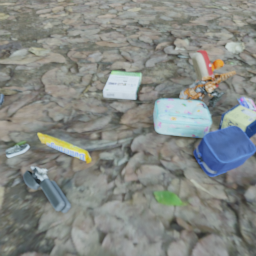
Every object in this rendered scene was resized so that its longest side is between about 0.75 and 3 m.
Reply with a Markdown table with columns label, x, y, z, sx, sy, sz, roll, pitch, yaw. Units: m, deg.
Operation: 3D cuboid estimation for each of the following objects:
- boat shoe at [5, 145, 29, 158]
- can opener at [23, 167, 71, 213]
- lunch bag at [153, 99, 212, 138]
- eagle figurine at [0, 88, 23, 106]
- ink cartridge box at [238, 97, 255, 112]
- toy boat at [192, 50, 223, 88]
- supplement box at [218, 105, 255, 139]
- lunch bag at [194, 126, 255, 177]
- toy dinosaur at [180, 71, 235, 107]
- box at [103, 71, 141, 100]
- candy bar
| label | x | y | z | sx | sy | sz | roll | pitch | yaw |
| --- | --- | --- | --- | --- | --- | --- | --- | --- | --- |
| boat shoe | -3.769 | 0.735 | 9.525 | 0.780 | 0.277 | 0.281 | -28 | 41 | -25 |
| can opener | -2.352 | 1.779 | 8.119 | 1.967 | 0.518 | 0.654 | 35 | 87 | 38 |
| lunch bag | 2.036 | -0.372 | 10.475 | 2.123 | 0.818 | 1.702 | 4 | 34 | 1 |
| eagle figurine | -5.786 | -1.601 | 12.202 | 1.845 | 1.393 | 1.400 | 36 | 88 | 0 |
| ink cartridge box | 4.829 | -0.949 | 11.327 | 0.905 | 0.190 | 0.540 | 4 | 56 | -37 |
| toy boat | 3.754 | -2.710 | 12.776 | 1.228 | 1.879 | 1.226 | -21 | 19 | 3 |
| supplement box | 4.184 | -0.180 | 10.414 | 1.090 | 0.732 | 1.089 | -28 | 45 | -32 |
| lunch bag | 2.927 | 0.797 | 8.827 | 1.679 | 1.111 | 1.141 | -13 | 57 | -18 |
| toy dinosaur | 3.164 | -1.558 | 11.088 | 2.155 | 1.463 | 1.101 | -7 | 71 | 30 |
| box | -0.229 | -2.039 | 13.213 | 1.490 | 0.375 | 2.064 | 6 | 39 | 8 |
| candy bar | -2.151 | 0.667 | 9.456 | 2.185 | 0.545 | 0.242 | 19 | 52 | 23 |
